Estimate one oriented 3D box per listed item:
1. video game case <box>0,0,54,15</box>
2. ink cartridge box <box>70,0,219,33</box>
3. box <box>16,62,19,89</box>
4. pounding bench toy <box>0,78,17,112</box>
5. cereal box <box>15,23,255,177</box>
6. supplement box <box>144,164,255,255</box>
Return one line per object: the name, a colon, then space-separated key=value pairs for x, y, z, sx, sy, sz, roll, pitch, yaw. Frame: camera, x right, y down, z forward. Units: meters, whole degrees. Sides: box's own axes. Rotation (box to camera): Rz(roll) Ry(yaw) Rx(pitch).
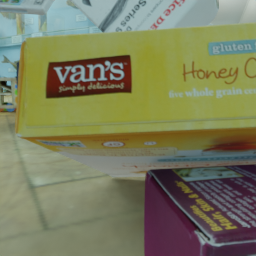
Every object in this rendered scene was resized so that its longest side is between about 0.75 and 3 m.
video game case: x=-2.498 y=-3.478 z=6.988 sx=1.652 sy=1.815 sz=0.215 roll=8 pitch=-32 yaw=12
ink cartridge box: x=0.164 y=-2.430 z=5.207 sx=2.450 sy=1.788 sz=1.030 roll=47 pitch=13 yaw=17
box: x=-2.832 y=-1.086 z=8.907 sx=1.192 sy=1.997 sz=2.031 roll=-3 pitch=10 yaw=-26
pounding bench toy: x=-6.097 y=-1.583 z=13.314 sx=1.998 sy=1.559 sz=1.241 roll=1 pitch=9 yaw=9
cereal box: x=0.643 y=0.091 z=2.622 sx=2.117 sy=0.582 sz=2.943 roll=-3 pitch=-14 yaw=5
supplement box: x=0.949 y=0.703 z=1.659 sx=1.541 sy=0.795 sz=1.009 roll=-1 pitch=8 yaw=-9
